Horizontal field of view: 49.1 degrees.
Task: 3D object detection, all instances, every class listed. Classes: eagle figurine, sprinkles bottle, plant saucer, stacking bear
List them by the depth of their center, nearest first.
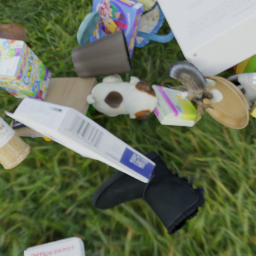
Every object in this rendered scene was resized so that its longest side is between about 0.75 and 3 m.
[{"bbox_3d":[-3.647,-0.081,7.099,0.862,2.526,0.862,-27,28,16],"label":"sprinkles bottle"},{"bbox_3d":[1.584,-0.962,7.128,1.029,1.034,1.363,14,44,-41],"label":"eagle figurine"},{"bbox_3d":[2.675,-0.781,7.851,0.327,1.848,1.848,-40,65,-12],"label":"plant saucer"},{"bbox_3d":[-1.352,-3.306,9.255,0.227,1.262,1.262,31,61,-3],"label":"plant saucer"},{"bbox_3d":[4.461,-2.308,9.908,1.577,1.684,2.773,-37,56,-23],"label":"stacking bear"}]

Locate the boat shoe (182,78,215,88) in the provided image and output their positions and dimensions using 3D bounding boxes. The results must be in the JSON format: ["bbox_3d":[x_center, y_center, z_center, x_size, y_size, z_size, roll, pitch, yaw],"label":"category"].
[{"bbox_3d":[1.893,-1.249,7.471,0.856,0.313,0.268,5,51,25],"label":"boat shoe"}]

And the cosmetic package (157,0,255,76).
[{"bbox_3d":[2.575,-3.365,7.733,2.882,1.777,2.891,-27,61,19],"label":"cosmetic package"}]

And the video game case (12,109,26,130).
[{"bbox_3d":[-2.997,-0.371,8.377,0.889,0.113,0.804,-15,49,6],"label":"video game case"}]

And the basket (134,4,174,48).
[{"bbox_3d":[0.791,-4.323,10.785,2.923,2.033,2.577,20,58,24],"label":"basket"}]

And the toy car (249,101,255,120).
[{"bbox_3d":[3.625,-0.453,8.669,1.833,1.948,0.434,21,84,37],"label":"toy car"}]

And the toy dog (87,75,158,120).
[{"bbox_3d":[-0.028,-0.937,8.261,1.974,1.914,1.377,11,95,38],"label":"toy dog"}]

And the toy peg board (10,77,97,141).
[{"bbox_3d":[-2.196,-0.427,8.994,2.245,1.103,2.254,1,53,17],"label":"toy peg board"}]

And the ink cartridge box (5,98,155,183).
[{"bbox_3d":[-1.184,0.234,6.770,2.830,2.824,0.575,13,73,46],"label":"ink cartridge box"}]

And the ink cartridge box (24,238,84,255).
[{"bbox_3d":[-1.595,3.630,6.408,1.324,0.797,1.822,-11,59,-8],"label":"ink cartridge box"}]

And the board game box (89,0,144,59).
[{"bbox_3d":[-0.506,-3.471,9.886,1.611,2.396,0.536,32,53,11],"label":"board game box"}]

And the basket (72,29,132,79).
[{"bbox_3d":[-0.807,-2.183,8.656,1.642,1.116,1.480,-12,63,8],"label":"basket"}]

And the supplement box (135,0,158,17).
[{"bbox_3d":[0.446,-4.430,9.269,1.065,1.066,0.716,37,82,-22],"label":"supplement box"}]

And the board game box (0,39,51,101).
[{"bbox_3d":[-3.075,-1.569,7.917,0.976,1.894,0.993,9,78,8],"label":"board game box"}]

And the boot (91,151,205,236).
[{"bbox_3d":[0.575,1.885,7.371,2.509,0.929,2.056,-32,57,-22],"label":"boot"}]

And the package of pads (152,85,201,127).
[{"bbox_3d":[1.385,-0.683,8.842,1.621,0.553,1.253,5,46,-42],"label":"package of pads"}]

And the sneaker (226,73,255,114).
[{"bbox_3d":[3.483,-1.087,8.528,1.354,2.345,0.880,3,71,14],"label":"sneaker"}]
